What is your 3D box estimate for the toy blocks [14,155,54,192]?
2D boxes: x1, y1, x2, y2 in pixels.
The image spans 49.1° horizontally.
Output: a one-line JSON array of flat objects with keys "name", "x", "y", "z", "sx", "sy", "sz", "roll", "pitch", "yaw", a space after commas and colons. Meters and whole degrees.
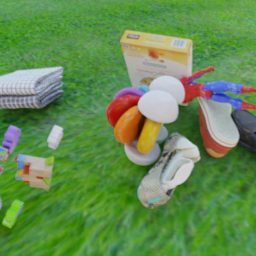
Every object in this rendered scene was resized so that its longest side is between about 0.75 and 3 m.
[{"name": "toy blocks", "x": -2.123, "y": 0.993, "z": 6.244, "sx": 0.796, "sy": 1.165, "sz": 0.582, "roll": 10, "pitch": 51, "yaw": -11}]

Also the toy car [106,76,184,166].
[{"name": "toy car", "x": 0.339, "y": -0.340, "z": 7.280, "sx": 1.711, "sy": 1.997, "sz": 2.282, "roll": 23, "pitch": 35, "yaw": 7}]

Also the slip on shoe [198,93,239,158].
[{"name": "slip on shoe", "x": 2.523, "y": -0.256, "z": 8.339, "sx": 1.077, "sy": 0.889, "sz": 2.906, "roll": 17, "pitch": 37, "yaw": -6}]

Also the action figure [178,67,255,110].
[{"name": "action figure", "x": 2.594, "y": -1.204, "z": 8.173, "sx": 2.917, "sy": 0.952, "sz": 1.444, "roll": 10, "pitch": 38, "yaw": 33}]

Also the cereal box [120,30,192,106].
[{"name": "cereal box", "x": 0.988, "y": -1.784, "z": 8.968, "sx": 2.017, "sy": 2.803, "sz": 0.554, "roll": 14, "pitch": 66, "yaw": 19}]

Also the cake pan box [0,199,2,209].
[{"name": "cake pan box", "x": -3.607, "y": 2.053, "z": 5.484, "sx": 1.873, "sy": 0.490, "sz": 1.725, "roll": 4, "pitch": 37, "yaw": -7}]

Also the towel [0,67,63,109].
[{"name": "towel", "x": -3.449, "y": -1.309, "z": 9.476, "sx": 1.984, "sy": 1.026, "sz": 2.396, "roll": -2, "pitch": 21, "yaw": 11}]

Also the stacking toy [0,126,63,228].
[{"name": "stacking toy", "x": -2.837, "y": 0.682, "z": 6.238, "sx": 1.913, "sy": 0.596, "sz": 2.537, "roll": 24, "pitch": 69, "yaw": -2}]

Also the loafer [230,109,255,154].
[{"name": "loafer", "x": 3.723, "y": 0.188, "z": 7.636, "sx": 1.068, "sy": 1.061, "sz": 2.935, "roll": -9, "pitch": 36, "yaw": -10}]

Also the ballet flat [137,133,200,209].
[{"name": "ballet flat", "x": 1.161, "y": 0.877, "z": 6.678, "sx": 0.991, "sy": 0.892, "sz": 2.631, "roll": -24, "pitch": 15, "yaw": 41}]
